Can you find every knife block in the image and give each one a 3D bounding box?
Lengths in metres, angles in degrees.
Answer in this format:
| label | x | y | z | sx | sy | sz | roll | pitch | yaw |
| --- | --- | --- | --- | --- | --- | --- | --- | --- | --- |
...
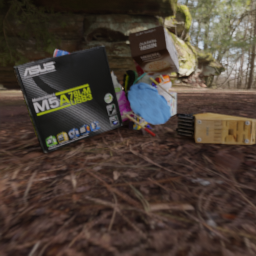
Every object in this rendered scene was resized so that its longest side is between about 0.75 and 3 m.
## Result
| label | x | y | z | sx | sy | sz | roll | pitch | yaw |
| --- | --- | --- | --- | --- | --- | --- | --- | --- | --- |
| knife block | 2.760 | -0.077 | 9.273 | 2.354 | 0.753 | 2.067 | 1 | 12 | 11 |

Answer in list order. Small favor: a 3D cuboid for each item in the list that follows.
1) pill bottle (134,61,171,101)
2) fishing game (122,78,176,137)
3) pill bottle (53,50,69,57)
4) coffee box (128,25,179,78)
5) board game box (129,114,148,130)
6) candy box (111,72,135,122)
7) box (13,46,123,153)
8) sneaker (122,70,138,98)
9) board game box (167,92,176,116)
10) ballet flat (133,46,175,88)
| label | x | y | z | sx | sy | sz | roll | pitch | yaw |
| --- | --- | --- | --- | --- | --- | --- | --- | --- | --- |
| pill bottle | 1.110 | -2.227 | 12.124 | 1.304 | 2.309 | 1.304 | -16 | 8 | 2 |
| fishing game | 0.662 | -0.774 | 9.304 | 1.681 | 0.365 | 2.348 | 35 | 47 | -6 |
| pill bottle | -2.477 | -2.756 | 11.305 | 1.024 | 0.575 | 0.575 | 13 | 9 | -9 |
| coffee box | 0.808 | -2.167 | 8.244 | 1.029 | 0.717 | 1.799 | -9 | -12 | 20 |
| board game box | 0.465 | -0.714 | 11.198 | 0.439 | 1.280 | 1.549 | 5 | 13 | 20 |
| candy box | -0.629 | -0.921 | 9.371 | 1.141 | 1.673 | 0.510 | -27 | -23 | -2 |
| box | -1.518 | -0.814 | 7.613 | 2.414 | 2.332 | 0.574 | -19 | 21 | -22 |
| sneaker | 0.160 | -1.592 | 12.885 | 0.858 | 2.015 | 0.786 | 4 | 14 | -46 |
| board game box | 1.594 | -1.155 | 14.015 | 1.160 | 1.181 | 2.252 | 3 | 10 | 22 |
| ballet flat | 1.187 | -2.106 | 10.611 | 0.782 | 2.454 | 0.827 | 41 | -18 | 5 |
